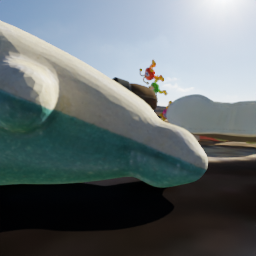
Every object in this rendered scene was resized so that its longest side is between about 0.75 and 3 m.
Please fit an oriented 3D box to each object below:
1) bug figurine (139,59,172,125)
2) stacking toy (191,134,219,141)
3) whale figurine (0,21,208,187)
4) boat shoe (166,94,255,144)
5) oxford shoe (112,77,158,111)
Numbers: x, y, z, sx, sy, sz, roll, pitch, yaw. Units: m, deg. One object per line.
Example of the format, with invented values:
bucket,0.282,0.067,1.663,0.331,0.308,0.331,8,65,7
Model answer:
bug figurine,0.974,-0.831,8.034,0.539,2.094,1.624,-28,-6,4
stacking toy,0.949,-0.142,4.235,1.272,0.593,1.405,-1,2,-30
whale figurine,-0.352,0.030,1.359,1.372,0.712,1.092,24,-1,3
boat shoe,1.086,-0.091,3.379,0.429,0.513,1.435,26,-10,-40
oxford shoe,-0.115,-0.497,6.548,1.167,1.004,2.764,9,2,-18
